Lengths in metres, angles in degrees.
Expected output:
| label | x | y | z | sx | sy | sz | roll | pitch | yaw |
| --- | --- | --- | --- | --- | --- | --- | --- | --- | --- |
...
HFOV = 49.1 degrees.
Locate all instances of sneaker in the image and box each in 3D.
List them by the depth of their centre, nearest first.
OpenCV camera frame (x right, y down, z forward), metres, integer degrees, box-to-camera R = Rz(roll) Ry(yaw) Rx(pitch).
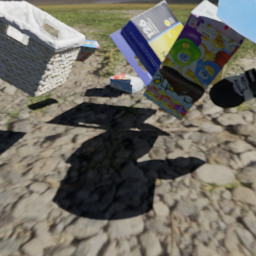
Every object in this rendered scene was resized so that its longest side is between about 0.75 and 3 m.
| label | x | y | z | sx | sy | sz | roll | pitch | yaw |
| --- | --- | --- | --- | --- | --- | --- | --- | --- | --- |
| sneaker | 1.181 | -0.982 | 6.573 | 1.226 | 0.463 | 0.432 | 31 | 34 | -4 |
| sneaker | 3.229 | -1.194 | 7.102 | 2.384 | 1.055 | 0.883 | -16 | 74 | -9 |

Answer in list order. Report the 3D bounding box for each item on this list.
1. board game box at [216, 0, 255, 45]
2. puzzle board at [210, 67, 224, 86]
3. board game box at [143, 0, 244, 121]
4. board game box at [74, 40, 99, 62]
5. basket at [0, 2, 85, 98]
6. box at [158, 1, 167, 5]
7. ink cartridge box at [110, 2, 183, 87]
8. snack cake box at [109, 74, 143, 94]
| label | x | y | z | sx | sy | sz | roll | pitch | yaw |
| --- | --- | --- | --- | --- | --- | --- | --- | --- | --- |
| board game box | 2.830 | -2.064 | 6.085 | 2.189 | 0.539 | 2.770 | 25 | 45 | 0 |
| puzzle board | 2.659 | -1.976 | 9.456 | 0.109 | 0.944 | 1.253 | -25 | 39 | -36 |
| board game box | 1.879 | -1.866 | 8.175 | 1.478 | 2.870 | 1.505 | 35 | 44 | 4 |
| board game box | -1.902 | -3.107 | 11.351 | 1.093 | 0.305 | 1.070 | -29 | -10 | 35 |
| basket | -2.806 | -2.336 | 8.165 | 2.200 | 1.786 | 2.220 | 30 | 26 | -1 |
| box | 1.445 | -4.577 | 12.027 | 0.691 | 1.299 | 0.989 | -35 | 15 | -6 |
| ink cartridge box | 1.182 | -2.861 | 10.050 | 2.775 | 2.742 | 0.652 | -42 | 8 | -33 |
| snack cake box | -0.093 | -2.214 | 13.892 | 1.482 | 0.498 | 0.852 | 23 | 39 | 34 |
